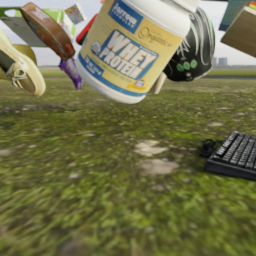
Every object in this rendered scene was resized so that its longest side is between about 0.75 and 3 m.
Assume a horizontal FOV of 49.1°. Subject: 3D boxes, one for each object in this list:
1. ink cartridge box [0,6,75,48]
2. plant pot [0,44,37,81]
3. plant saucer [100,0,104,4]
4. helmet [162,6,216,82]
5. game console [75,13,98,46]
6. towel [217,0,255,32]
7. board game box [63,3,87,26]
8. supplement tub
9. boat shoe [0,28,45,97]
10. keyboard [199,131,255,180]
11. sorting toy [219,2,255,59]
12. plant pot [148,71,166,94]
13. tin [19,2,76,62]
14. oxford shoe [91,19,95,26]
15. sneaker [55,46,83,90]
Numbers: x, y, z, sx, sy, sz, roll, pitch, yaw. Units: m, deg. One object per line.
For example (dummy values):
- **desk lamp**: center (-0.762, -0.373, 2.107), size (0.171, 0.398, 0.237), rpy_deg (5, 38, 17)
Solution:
- **ink cartridge box**: center (-3.469, -4.076, 10.480), size (2.010, 1.030, 2.720), rpy_deg (7, -12, 15)
- **plant pot**: center (-3.882, -2.077, 9.142), size (1.338, 1.338, 1.259), rpy_deg (10, 16, 38)
- **plant saucer**: center (-0.422, -4.288, 9.331), size (0.784, 0.782, 0.144), rpy_deg (37, 7, 12)
- **helmet**: center (1.668, -2.724, 8.697), size (2.204, 2.101, 2.204), rpy_deg (-16, 32, 10)
- **game console**: center (-1.320, -3.966, 11.989), size (0.271, 1.543, 1.745), rpy_deg (49, 19, 21)
- **towel**: center (3.803, -3.929, 9.298), size (1.195, 1.630, 0.177), rpy_deg (27, 14, 36)
- **board game box**: center (-2.440, -4.938, 12.361), size (1.139, 0.766, 0.195), rpy_deg (-8, 34, 37)
- **supplement tub**: center (0.177, -2.355, 7.123), size (2.161, 2.988, 2.161), rpy_deg (26, 30, -16)
- **boat shoe**: center (-3.110, -1.682, 7.172), size (0.841, 2.307, 0.726), rpy_deg (-30, 12, 35)
- **keyboard**: center (2.570, 0.528, 6.819), size (1.723, 0.368, 2.870), rpy_deg (7, 13, 28)
- **sorting toy**: center (3.813, -2.904, 8.412), size (1.518, 0.528, 1.509), rpy_deg (24, -20, -1)
- **plant pot**: center (0.811, -3.292, 11.604), size (2.368, 2.099, 2.371), rpy_deg (26, 50, 3)
- **tin**: center (-2.448, -2.943, 8.515), size (2.355, 0.493, 1.318), rpy_deg (43, -9, 24)
- **oxford shoe**: center (-1.075, -3.790, 10.206), size (0.539, 0.540, 1.514), rpy_deg (3, -27, -15)
- **sneaker**: center (-2.022, -2.029, 9.562), size (0.687, 1.553, 0.625), rpy_deg (-25, 21, -27)
